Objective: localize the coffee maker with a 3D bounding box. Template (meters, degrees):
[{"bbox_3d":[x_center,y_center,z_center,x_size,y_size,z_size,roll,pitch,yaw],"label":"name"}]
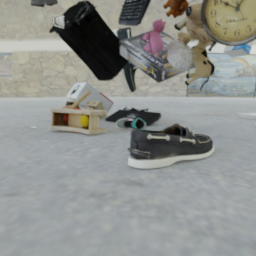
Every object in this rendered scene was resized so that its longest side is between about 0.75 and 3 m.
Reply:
[{"bbox_3d":[-1.219,-2.954,9.982,2.580,1.738,2.478,44,6,-33],"label":"coffee maker"}]

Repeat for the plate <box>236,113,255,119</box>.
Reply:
[{"bbox_3d":[6.027,-0.569,13.389,1.193,0.193,1.196,-4,9,-20],"label":"plate"}]

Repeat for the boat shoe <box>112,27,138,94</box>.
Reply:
[{"bbox_3d":[0.039,-3.027,12.533,0.883,2.928,1.107,-13,9,6],"label":"boat shoe"}]

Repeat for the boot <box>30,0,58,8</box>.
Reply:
[{"bbox_3d":[-2.529,-3.603,7.221,1.373,0.904,0.479,-1,26,-10],"label":"boot"}]

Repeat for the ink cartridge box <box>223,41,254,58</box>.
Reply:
[{"bbox_3d":[3.973,-3.128,9.836,0.478,1.135,0.820,24,-5,-27],"label":"ink cartridge box"}]

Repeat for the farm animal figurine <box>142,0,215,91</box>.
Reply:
[{"bbox_3d":[1.772,-2.565,7.658,1.370,2.201,2.725,-21,37,43],"label":"farm animal figurine"}]

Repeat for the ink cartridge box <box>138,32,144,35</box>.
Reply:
[{"bbox_3d":[1.161,-3.937,13.280,1.659,0.553,0.961,10,-2,-23],"label":"ink cartridge box"}]

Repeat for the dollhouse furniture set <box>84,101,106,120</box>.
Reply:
[{"bbox_3d":[-1.665,-0.591,12.405,0.769,0.773,1.097,5,39,34],"label":"dollhouse furniture set"}]

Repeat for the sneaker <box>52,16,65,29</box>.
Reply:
[{"bbox_3d":[-2.039,-3.101,8.163,0.363,0.335,0.908,-4,12,-12],"label":"sneaker"}]

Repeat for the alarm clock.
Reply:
[{"bbox_3d":[2.338,-2.817,6.034,1.498,2.221,0.739,-1,35,16],"label":"alarm clock"}]

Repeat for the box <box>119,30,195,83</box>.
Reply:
[{"bbox_3d":[1.009,-2.515,9.471,1.759,0.537,2.221,-26,51,-26],"label":"box"}]

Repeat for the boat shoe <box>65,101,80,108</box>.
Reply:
[{"bbox_3d":[-2.577,-0.871,13.291,0.824,0.811,2.211,-2,8,-17],"label":"boat shoe"}]

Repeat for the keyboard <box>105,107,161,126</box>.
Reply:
[{"bbox_3d":[0.313,-0.347,11.624,2.597,0.515,1.351,10,36,46],"label":"keyboard"}]

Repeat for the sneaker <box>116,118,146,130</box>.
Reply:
[{"bbox_3d":[0.122,-0.119,9.418,1.040,0.435,0.628,0,-2,-6],"label":"sneaker"}]

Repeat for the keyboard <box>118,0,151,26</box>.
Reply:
[{"bbox_3d":[0.169,-2.808,6.178,0.181,1.117,1.758,20,13,-23],"label":"keyboard"}]

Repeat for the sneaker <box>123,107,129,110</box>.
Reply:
[{"bbox_3d":[-0.058,-0.768,13.544,0.494,0.542,1.322,-2,8,-11],"label":"sneaker"}]

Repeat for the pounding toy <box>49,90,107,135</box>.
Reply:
[{"bbox_3d":[-1.731,-0.572,9.047,1.378,1.383,2.410,-1,7,-42],"label":"pounding toy"}]

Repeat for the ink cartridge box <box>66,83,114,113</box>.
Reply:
[{"bbox_3d":[-1.965,-1.391,13.968,1.656,0.941,2.272,36,-9,-24],"label":"ink cartridge box"}]

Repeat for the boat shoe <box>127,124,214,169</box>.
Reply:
[{"bbox_3d":[0.930,0.259,5.564,2.310,0.697,0.853,-6,10,-37],"label":"boat shoe"}]
